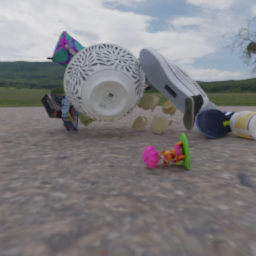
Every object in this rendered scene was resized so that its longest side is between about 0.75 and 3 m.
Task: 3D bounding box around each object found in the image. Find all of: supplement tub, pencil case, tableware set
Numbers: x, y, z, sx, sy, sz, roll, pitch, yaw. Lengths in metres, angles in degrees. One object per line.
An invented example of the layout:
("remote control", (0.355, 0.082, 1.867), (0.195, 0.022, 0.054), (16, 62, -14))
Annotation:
("supplement tub", (4.241, -0.104, 9.718), (0.935, 0.935, 1.286), (-2, 8, -14))
("pencil case", (-1.500, -2.299, 10.513), (2.840, 1.208, 1.312), (32, -2, -23))
("tableware set", (1.085, -0.562, 11.469), (2.149, 1.795, 0.249), (13, -27, 44))

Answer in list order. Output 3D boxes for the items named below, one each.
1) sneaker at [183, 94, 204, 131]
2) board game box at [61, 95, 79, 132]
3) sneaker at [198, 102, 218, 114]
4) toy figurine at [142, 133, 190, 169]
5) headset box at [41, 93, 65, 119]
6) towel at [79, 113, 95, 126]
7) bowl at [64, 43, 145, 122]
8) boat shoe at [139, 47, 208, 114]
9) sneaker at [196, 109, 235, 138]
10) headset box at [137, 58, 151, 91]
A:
("sneaker", (2.003, -0.462, 8.434), (0.575, 1.083, 0.405), (-18, 31, -31))
("board game box", (-2.288, -0.788, 11.098), (0.448, 1.450, 1.451), (1, -22, 5))
("sneaker", (2.867, -0.925, 11.821), (1.663, 0.613, 0.961), (10, 11, 1))
("toy figurine", (0.733, 0.559, 5.715), (0.888, 0.724, 0.965), (-9, -16, 2))
("headset box", (-3.008, -0.910, 11.916), (0.504, 0.972, 1.306), (-40, -22, 25))
("towel", (-1.821, -1.192, 12.905), (1.448, 1.952, 0.356), (-26, -14, 22))
("bowl", (-0.730, -1.273, 9.652), (2.973, 2.973, 1.395), (-1, 29, -10))
("boat shoe", (1.536, -1.667, 9.594), (0.954, 2.919, 1.074), (-33, -9, -31))
("sneaker", (3.050, -0.167, 10.330), (1.126, 1.012, 2.737), (3, 1, 39))
("headset box", (0.456, -2.155, 11.864), (0.531, 1.375, 1.023), (-32, 6, 41))
